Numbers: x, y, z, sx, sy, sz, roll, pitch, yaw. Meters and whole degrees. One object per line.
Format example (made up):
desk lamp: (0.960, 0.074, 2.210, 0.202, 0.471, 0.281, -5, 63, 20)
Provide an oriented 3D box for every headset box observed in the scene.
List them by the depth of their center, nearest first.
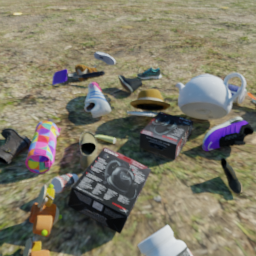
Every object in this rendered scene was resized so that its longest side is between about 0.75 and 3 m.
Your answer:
headset box: (-0.411, 1.560, 7.779, 1.585, 0.822, 2.130, 25, 34, 8)
headset box: (1.368, 0.276, 10.160, 1.405, 0.729, 1.888, 19, 37, 24)

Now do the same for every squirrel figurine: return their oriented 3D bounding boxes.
squirrel figurine: (-2.252, -3.111, 15.131, 1.077, 0.816, 1.153, -16, 40, -34)

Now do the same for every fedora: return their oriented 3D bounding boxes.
fedora: (0.902, -1.148, 11.322, 1.698, 0.692, 1.698, 3, -9, 0)

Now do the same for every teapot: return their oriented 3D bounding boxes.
teapot: (3.096, -1.376, 11.073, 2.204, 2.176, 1.610, 13, 74, -1)

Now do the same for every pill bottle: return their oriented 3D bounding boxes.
pill bottle: (0.934, 2.847, 5.532, 0.933, 0.933, 1.610, -22, 67, -29)
pill bottle: (-1.815, 1.592, 8.130, 0.446, 0.446, 0.770, 21, 12, 27)
pill bottle: (4.682, -1.617, 12.825, 1.215, 0.703, 0.703, 27, 43, 33)

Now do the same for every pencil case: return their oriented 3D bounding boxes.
pencil case: (-2.880, 0.589, 9.590, 0.927, 0.927, 2.099, -2, 35, -3)

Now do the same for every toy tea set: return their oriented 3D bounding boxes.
toy tea set: (-1.915, 2.492, 6.669, 0.792, 1.273, 2.141, 18, 43, -23)

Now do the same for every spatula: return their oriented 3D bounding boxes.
spatula: (-2.565, -2.685, 14.357, 2.828, 0.291, 0.799, -3, 67, 7)

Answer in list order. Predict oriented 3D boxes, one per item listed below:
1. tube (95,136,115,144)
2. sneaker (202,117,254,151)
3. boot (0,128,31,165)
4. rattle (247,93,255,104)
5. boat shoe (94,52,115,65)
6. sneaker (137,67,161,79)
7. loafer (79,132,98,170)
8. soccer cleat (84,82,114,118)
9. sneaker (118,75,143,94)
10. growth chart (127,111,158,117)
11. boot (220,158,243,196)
tube: (-0.863, 0.392, 10.458, 0.800, 0.232, 0.208, 13, 59, 22)
sneaker: (3.573, 0.332, 9.846, 1.981, 0.689, 0.985, -29, 42, -14)
boot: (-4.307, 0.634, 9.821, 1.503, 0.520, 1.309, 19, 38, 22)
rattle: (6.753, -0.681, 11.814, 2.994, 2.139, 1.949, -7, -1, 18)
boat shoe: (-1.236, -3.900, 15.505, 1.380, 0.508, 0.451, 30, 42, 17)
sneaker: (1.128, -2.972, 15.042, 1.338, 0.610, 0.519, -3, 34, -4)
loafer: (-1.344, 0.668, 9.625, 0.682, 0.605, 1.793, 3, 37, -14)
soccer cleat: (-1.537, -1.272, 12.314, 1.111, 0.899, 2.574, -28, 34, -9)
sneaker: (0.110, -2.255, 13.778, 0.765, 0.538, 1.440, -31, 51, -11)
growth chart: (0.687, -0.587, 11.323, 1.219, 0.149, 1.685, 7, 7, 19)
boot: (3.031, 1.451, 8.356, 0.387, 0.692, 1.000, -31, 37, 16)
